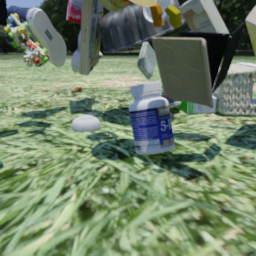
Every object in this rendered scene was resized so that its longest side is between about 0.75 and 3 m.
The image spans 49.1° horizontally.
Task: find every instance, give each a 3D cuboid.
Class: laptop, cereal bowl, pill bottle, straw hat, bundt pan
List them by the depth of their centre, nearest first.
[{"bbox_3d":[-0.261,-2.997,6.155,1.768,1.768,0.748,-19,-18,-47],"label":"straw hat"},{"bbox_3d":[1.738,-1.562,6.237,1.619,1.435,0.836,2,40,-4],"label":"laptop"},{"bbox_3d":[0.537,-0.241,6.765,0.975,1.629,0.975,-10,5,1],"label":"pill bottle"},{"bbox_3d":[0.821,-3.107,7.265,0.845,0.845,0.352,12,6,35],"label":"cereal bowl"},{"bbox_3d":[-1.355,-0.182,9.025,0.922,0.384,0.922,0,18,0],"label":"cereal bowl"},{"bbox_3d":[0.337,-3.625,9.409,3.028,1.136,3.028,-20,23,9],"label":"bundt pan"}]

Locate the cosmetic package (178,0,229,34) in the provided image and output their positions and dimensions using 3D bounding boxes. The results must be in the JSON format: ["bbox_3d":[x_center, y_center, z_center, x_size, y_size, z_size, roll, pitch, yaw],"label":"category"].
[{"bbox_3d":[1.930,-2.679,7.090,0.463,1.302,0.685,-44,17,-30],"label":"cosmetic package"}]

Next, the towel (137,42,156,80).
[{"bbox_3d":[0.787,-2.817,11.778,0.304,1.261,1.079,6,-17,33],"label":"towel"}]

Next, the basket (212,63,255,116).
[{"bbox_3d":[4.231,-1.589,11.290,1.659,1.823,2.689,-4,17,1],"label":"basket"}]

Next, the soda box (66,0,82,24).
[{"bbox_3d":[-1.886,-4.480,10.725,0.840,0.928,2.650,8,18,-16],"label":"soda box"}]

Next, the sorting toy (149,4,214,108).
[{"bbox_3d":[1.018,-1.391,5.413,0.262,1.956,1.457,-32,33,-23],"label":"sorting toy"}]

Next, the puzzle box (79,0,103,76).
[{"bbox_3d":[-1.224,-3.192,9.464,0.315,2.481,1.650,11,31,3],"label":"puzzle box"}]

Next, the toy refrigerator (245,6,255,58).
[{"bbox_3d":[3.867,-2.481,7.380,0.903,0.980,2.581,42,13,29],"label":"toy refrigerator"}]

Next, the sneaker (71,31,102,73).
[{"bbox_3d":[-1.645,-3.415,12.266,1.182,2.378,0.927,11,-12,5],"label":"sneaker"}]

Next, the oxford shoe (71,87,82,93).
[{"bbox_3d":[-2.871,-2.111,15.488,0.292,0.291,0.818,11,22,28],"label":"oxford shoe"}]

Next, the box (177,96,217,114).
[{"bbox_3d":[2.754,-1.042,11.349,1.189,0.651,1.347,-2,17,-8],"label":"box"}]

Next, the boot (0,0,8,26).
[{"bbox_3d":[-3.897,-2.594,7.046,0.819,2.212,1.813,17,38,34],"label":"boot"}]

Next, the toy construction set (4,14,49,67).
[{"bbox_3d":[-2.949,-2.451,8.355,0.815,1.160,1.769,-29,67,-15],"label":"toy construction set"}]

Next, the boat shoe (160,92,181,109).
[{"bbox_3d":[1.736,-1.248,11.746,0.812,0.678,2.178,-13,15,10],"label":"boat shoe"}]

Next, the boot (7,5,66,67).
[{"bbox_3d":[-3.238,-3.326,10.239,1.205,2.667,0.970,19,67,18],"label":"boot"}]
